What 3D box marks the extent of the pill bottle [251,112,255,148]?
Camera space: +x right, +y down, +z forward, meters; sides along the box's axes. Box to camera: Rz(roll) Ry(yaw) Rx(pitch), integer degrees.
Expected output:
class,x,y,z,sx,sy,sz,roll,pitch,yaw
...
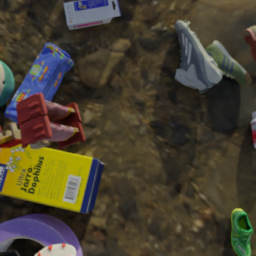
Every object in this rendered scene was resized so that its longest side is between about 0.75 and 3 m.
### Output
class,x,y,z,sx,sy,sz,roll,pitch,yaw
pill bottle,4.301,0.056,8.961,0.643,0.643,1.146,-3,78,-1

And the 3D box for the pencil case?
class,x,y,z,sx,sy,sz,roll,pitch,yaw
pencil case,-2.776,-1.277,8.935,1.238,1.112,2.849,16,76,41

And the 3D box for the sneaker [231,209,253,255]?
class,x,y,z,sx,sy,sz,roll,pitch,yaw
sneaker,3.388,3.180,8.358,0.533,0.601,1.439,-5,79,-2

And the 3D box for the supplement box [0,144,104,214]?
class,x,y,z,sx,sy,sz,roll,pitch,yaw
supplement box,-2.260,1.419,8.244,2.762,1.503,1.513,12,79,2

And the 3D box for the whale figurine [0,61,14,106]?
class,x,y,z,sx,sy,sz,roll,pitch,yaw
whale figurine,-4.822,-1.425,9.104,2.558,1.327,2.035,3,86,25

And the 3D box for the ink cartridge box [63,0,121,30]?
class,x,y,z,sx,sy,sz,roll,pitch,yaw
ink cartridge box,-1.268,-4.121,9.946,1.922,0.356,0.910,-11,78,0

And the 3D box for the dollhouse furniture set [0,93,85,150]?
class,x,y,z,sx,sy,sz,roll,pitch,yaw
dollhouse furniture set,-2.276,0.147,6.216,2.334,1.256,0.949,-20,77,23

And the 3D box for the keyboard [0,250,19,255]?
class,x,y,z,sx,sy,sz,roll,pitch,yaw
keyboard,-2.366,2.358,4.457,1.297,0.134,0.824,-5,111,-13

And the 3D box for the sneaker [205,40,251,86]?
class,x,y,z,sx,sy,sz,roll,pitch,yaw
sneaker,3.194,-1.992,9.423,0.836,0.624,1.862,-37,81,0

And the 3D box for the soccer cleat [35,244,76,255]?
class,x,y,z,sx,sy,sz,roll,pitch,yaw
soccer cleat,-1.924,3.033,5.971,1.692,0.656,0.586,-16,46,-34

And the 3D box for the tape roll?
class,x,y,z,sx,sy,sz,roll,pitch,yaw
tape roll,-2.823,3.996,7.872,2.941,1.249,2.941,0,79,-1

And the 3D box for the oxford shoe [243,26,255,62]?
class,x,y,z,sx,sy,sz,roll,pitch,yaw
oxford shoe,3.542,-2.178,7.508,0.433,0.416,1.174,-32,102,-11

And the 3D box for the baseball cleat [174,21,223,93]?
class,x,y,z,sx,sy,sz,roll,pitch,yaw
baseball cleat,1.948,-2.359,9.303,1.418,0.929,2.665,-36,62,19
